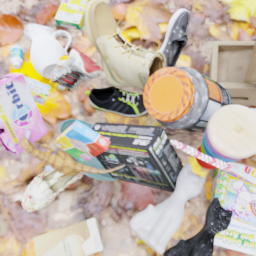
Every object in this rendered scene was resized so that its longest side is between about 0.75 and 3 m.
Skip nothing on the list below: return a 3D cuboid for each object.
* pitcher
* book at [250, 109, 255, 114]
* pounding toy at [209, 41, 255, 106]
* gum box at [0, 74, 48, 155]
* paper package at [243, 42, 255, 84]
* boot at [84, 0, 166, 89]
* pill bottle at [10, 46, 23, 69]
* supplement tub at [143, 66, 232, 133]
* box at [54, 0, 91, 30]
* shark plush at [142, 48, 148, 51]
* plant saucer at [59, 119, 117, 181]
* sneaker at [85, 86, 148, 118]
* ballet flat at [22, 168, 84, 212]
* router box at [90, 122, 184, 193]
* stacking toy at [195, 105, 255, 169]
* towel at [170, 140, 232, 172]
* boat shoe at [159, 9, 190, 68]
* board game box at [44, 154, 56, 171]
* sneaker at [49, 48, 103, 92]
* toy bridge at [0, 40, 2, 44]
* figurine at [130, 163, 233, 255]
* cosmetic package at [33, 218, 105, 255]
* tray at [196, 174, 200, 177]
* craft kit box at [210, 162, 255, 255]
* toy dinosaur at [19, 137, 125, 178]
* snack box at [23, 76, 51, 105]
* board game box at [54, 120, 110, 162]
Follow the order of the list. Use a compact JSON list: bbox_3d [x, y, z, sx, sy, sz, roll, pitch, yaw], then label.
[{"bbox_3d":[-3.051,-3.164,11.433,1.917,1.355,2.235,-12,63,-25],"label":"pitcher"},{"bbox_3d":[3.769,-0.030,8.318,1.212,1.814,0.436,-45,114,-21],"label":"book"},{"bbox_3d":[4.465,-1.777,10.771,2.600,1.848,2.394,4,69,13],"label":"pounding toy"},{"bbox_3d":[-3.080,-0.423,7.471,0.647,1.955,1.110,9,37,35],"label":"gum box"},{"bbox_3d":[4.560,-2.693,8.348,1.233,2.272,2.384,19,71,20],"label":"paper package"},{"bbox_3d":[-0.037,-2.456,8.621,1.084,2.979,2.315,-38,39,-28],"label":"boot"},{"bbox_3d":[-4.637,-2.933,11.663,0.495,0.495,0.893,-7,71,-2],"label":"pill bottle"},{"bbox_3d":[1.766,-0.757,8.124,1.741,2.841,1.741,-4,83,37],"label":"supplement tub"},{"bbox_3d":[-2.401,-5.437,12.588,1.191,0.491,2.031,14,73,6],"label":"box"},{"bbox_3d":[1.074,-2.855,11.514,1.711,0.712,0.777,25,72,9],"label":"shark plush"},{"bbox_3d":[-1.206,0.826,9.458,2.786,2.786,0.501,45,111,14],"label":"plant saucer"},{"bbox_3d":[-0.339,-1.032,10.653,2.604,1.078,0.934,3,70,1],"label":"sneaker"},{"bbox_3d":[-2.538,1.772,9.612,2.897,0.926,1.096,-40,82,-9],"label":"ballet flat"},{"bbox_3d":[0.144,0.740,7.452,2.358,1.767,0.733,4,49,40],"label":"router box"},{"bbox_3d":[2.490,0.529,7.570,1.276,2.989,1.276,-1,70,3],"label":"stacking toy"},{"bbox_3d":[1.535,0.564,6.114,1.257,0.920,0.188,25,91,-1],"label":"towel"},{"bbox_3d":[1.617,-2.874,9.351,0.745,0.786,2.248,28,91,50],"label":"boat shoe"},{"bbox_3d":[-2.658,1.428,10.244,0.701,0.170,0.927,9,70,3],"label":"board game box"},{"bbox_3d":[-1.629,-1.560,8.398,1.057,2.715,1.116,35,78,-25],"label":"sneaker"},{"bbox_3d":[-5.773,-3.973,12.249,0.255,0.103,0.758,-42,75,-17],"label":"toy bridge"},{"bbox_3d":[1.435,2.222,6.725,2.144,0.946,2.197,-46,110,-18],"label":"figurine"},{"bbox_3d":[-1.894,3.745,9.100,2.061,0.733,1.084,-18,71,-6],"label":"cosmetic package"},{"bbox_3d":[1.621,1.377,8.500,0.595,1.206,0.223,22,80,-11],"label":"tray"},{"bbox_3d":[4.251,2.800,9.515,2.894,0.702,2.858,13,73,5],"label":"craft kit box"},{"bbox_3d":[-1.628,1.020,7.640,2.753,1.462,0.832,17,78,-10],"label":"toy dinosaur"},{"bbox_3d":[-3.032,-1.196,8.852,1.003,0.266,0.713,21,44,-16],"label":"snack box"},{"bbox_3d":[-1.180,0.378,6.983,0.981,1.282,0.258,34,55,-18],"label":"board game box"}]
